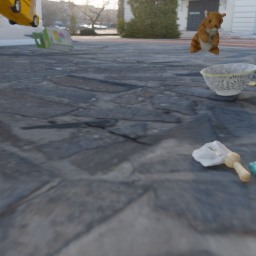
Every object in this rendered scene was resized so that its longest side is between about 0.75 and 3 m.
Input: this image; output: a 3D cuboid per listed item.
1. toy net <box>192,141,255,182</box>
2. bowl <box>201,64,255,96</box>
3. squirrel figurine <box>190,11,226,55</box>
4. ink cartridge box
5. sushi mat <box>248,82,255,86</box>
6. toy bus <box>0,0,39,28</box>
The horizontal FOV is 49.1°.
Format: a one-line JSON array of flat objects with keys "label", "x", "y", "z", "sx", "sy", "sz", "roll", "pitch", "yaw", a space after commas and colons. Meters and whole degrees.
[{"label": "toy net", "x": 2.624, "y": 0.648, "z": 5.803, "sx": 2.604, "sy": 0.503, "sz": 1.366, "roll": 18, "pitch": 28, "yaw": 39}, {"label": "bowl", "x": 4.128, "y": -1.944, "z": 11.541, "sx": 2.145, "sy": 1.006, "sz": 2.145, "roll": -9, "pitch": 21, "yaw": 3}, {"label": "squirrel figurine", "x": 2.837, "y": -3.512, "z": 9.817, "sx": 1.057, "sy": 1.394, "sz": 1.493, "roll": 9, "pitch": 54, "yaw": 5}, {"label": "ink cartridge box", "x": -2.439, "y": -2.906, "z": 9.171, "sx": 1.197, "sy": 0.621, "sz": 0.355, "roll": -7, "pitch": -19, "yaw": -45}, {"label": "sushi mat", "x": 5.538, "y": -2.212, "z": 13.662, "sx": 1.302, "sy": 0.079, "sz": 0.623, "roll": 15, "pitch": 26, "yaw": 32}, {"label": "toy bus", "x": -3.371, "y": -3.729, "z": 8.131, "sx": 0.847, "sy": 1.019, "sz": 2.603, "roll": 7, "pitch": 5, "yaw": 1}]
